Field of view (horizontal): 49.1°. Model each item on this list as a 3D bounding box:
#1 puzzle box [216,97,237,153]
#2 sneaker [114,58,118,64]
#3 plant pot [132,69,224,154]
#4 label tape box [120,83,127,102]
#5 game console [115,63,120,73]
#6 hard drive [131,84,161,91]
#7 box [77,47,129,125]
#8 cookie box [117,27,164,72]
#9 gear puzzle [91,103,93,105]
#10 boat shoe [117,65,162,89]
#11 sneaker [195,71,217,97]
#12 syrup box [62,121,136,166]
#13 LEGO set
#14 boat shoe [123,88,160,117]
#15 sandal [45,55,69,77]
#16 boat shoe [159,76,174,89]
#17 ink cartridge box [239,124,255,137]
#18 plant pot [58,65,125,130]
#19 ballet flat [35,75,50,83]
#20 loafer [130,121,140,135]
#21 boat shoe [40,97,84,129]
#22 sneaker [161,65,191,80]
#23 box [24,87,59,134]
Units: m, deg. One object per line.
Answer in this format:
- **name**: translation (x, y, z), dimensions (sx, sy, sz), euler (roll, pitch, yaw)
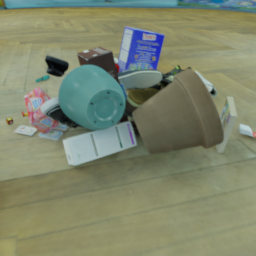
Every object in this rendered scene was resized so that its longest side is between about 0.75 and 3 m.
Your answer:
- **puzzle box**: translation (3.416, -0.093, 9.907), dimensions (0.218, 1.716, 1.141), euler (8, 40, 4)
- **sneaker**: translation (-0.890, -4.052, 17.790), dimensions (0.612, 0.528, 1.396), euler (-15, 33, -23)
- **plant pot**: translation (1.351, -0.275, 8.611), dimensions (2.184, 2.504, 2.504), euler (-22, 32, 3)
- **label tape box**: translation (-0.761, -1.292, 11.834), dimensions (1.821, 1.305, 0.602), euler (-7, 35, 25)
- **game console**: translation (-0.799, -2.573, 11.106), dimensions (1.046, 0.162, 0.925), euler (33, -2, 0)
- **hard drive**: translation (0.602, -2.273, 14.765), dimensions (1.902, 0.313, 1.327), euler (24, 28, 38)
- **box**: translation (-0.924, -1.446, 10.339), dimensions (1.036, 2.765, 1.385), euler (-23, 30, -15)
- **cookie box**: translation (0.606, -3.681, 14.149), dimensions (2.040, 2.385, 0.896), euler (-4, 27, -37)
- **gear puzzle**: translation (-1.660, -1.033, 9.375), dimensions (0.830, 0.210, 1.602), euler (54, 24, 5)
- **boat shoe**: translation (0.178, -2.132, 12.064), dimensions (2.533, 0.948, 0.783), euler (-13, 45, 15)
- **sneaker**: translation (3.060, -1.786, 11.526), dimensions (1.757, 0.684, 0.873), euler (22, 15, -28)
- **syrup box**: translation (-0.946, 0.508, 9.470), dimensions (2.269, 0.924, 0.893), euler (-15, 2, -24)
- **LEGO set**: translation (-3.666, -0.390, 11.567), dimensions (2.534, 0.622, 1.893), euler (10, 35, 11)
- **boat shoe**: translation (0.712, -0.866, 10.344), dimensions (2.770, 0.898, 1.014), euler (-2, 47, -53)
- **sandal**: translation (-2.934, -2.356, 11.433), dimensions (0.919, 0.517, 2.416), euler (15, -7, -12)
- **boat shoe**: translation (2.276, -1.866, 13.893), dimensions (0.830, 0.903, 2.526), euler (-16, 32, -7)
- **ink cartridge box**: translation (4.750, 0.135, 10.870), dimensions (0.837, 0.198, 0.670), euler (16, 20, 14)
- **plant pot**: translation (-0.995, -0.815, 8.729), dimensions (1.974, 1.974, 1.584), euler (-15, 29, -24)
- **ballet flat**: translation (-3.705, -2.127, 12.280), dimensions (0.759, 0.264, 0.264), euler (-11, 28, 17)
- **loafer**: translation (0.654, -0.138, 10.972), dimensions (1.882, 0.668, 0.687), euler (2, 31, 17)
- **boat shoe**: translation (-2.047, -0.408, 10.274), dimensions (1.001, 0.948, 2.863), euler (-35, -13, 10)
- **sneaker**: translation (2.594, -3.067, 15.765), dimensions (2.188, 0.906, 0.776), euler (-8, 30, -13)
- **box**: translation (-3.413, -0.697, 11.018), dimensions (0.793, 0.860, 1.676), euler (-31, 50, 3)
